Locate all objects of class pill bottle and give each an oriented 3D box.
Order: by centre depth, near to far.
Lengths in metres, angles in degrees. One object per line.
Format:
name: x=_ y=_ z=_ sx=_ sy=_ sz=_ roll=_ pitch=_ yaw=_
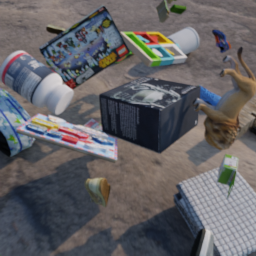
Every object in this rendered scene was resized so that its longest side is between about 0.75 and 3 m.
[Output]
pill bottle: x=-2.715 y=-1.310 z=8.481 sx=1.992 sy=1.191 sz=1.191 roll=35 pitch=54 yaw=5

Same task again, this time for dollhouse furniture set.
dollhouse furniture set: x=1.417 y=-3.986 z=9.337 sx=0.473 sy=0.942 sz=0.617 roll=-5 pitch=80 yaw=-29

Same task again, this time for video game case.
video game case: x=-1.273 y=0.188 z=11.156 sx=1.259 sy=0.110 sz=0.900 roll=31 pitch=54 yaw=25

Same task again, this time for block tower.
block tower: x=4.667 y=-0.358 z=11.205 sx=2.810 sy=0.812 sz=0.759 roll=-29 pitch=54 yaw=-26

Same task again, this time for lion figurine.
lion figurine: x=2.912 y=-0.724 z=7.942 sx=1.653 sy=2.699 sz=0.978 roll=32 pitch=16 yaw=-8

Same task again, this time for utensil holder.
utensil holder: x=2.729 y=-4.373 z=14.630 sx=1.502 sy=1.277 sz=1.277 roll=-31 pitch=54 yaw=-22

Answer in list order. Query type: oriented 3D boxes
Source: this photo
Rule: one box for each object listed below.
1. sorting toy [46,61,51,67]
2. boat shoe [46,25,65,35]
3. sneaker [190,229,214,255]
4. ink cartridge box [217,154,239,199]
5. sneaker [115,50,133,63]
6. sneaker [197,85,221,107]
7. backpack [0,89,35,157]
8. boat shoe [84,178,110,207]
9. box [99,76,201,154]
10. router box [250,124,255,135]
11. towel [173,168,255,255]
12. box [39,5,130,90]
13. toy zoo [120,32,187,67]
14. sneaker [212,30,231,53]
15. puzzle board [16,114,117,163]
sorting toy: x=-2.244 y=-2.524 z=10.338 sx=1.232 sy=2.050 sz=0.841 roll=-29 pitch=92 yaw=-45
boat shoe: x=-2.639 y=-3.743 z=10.771 sx=0.979 sy=0.359 sz=0.307 roll=19 pitch=51 yaw=-8
sneaker: x=2.205 y=3.920 z=6.750 sx=1.558 sy=1.079 sz=2.581 roll=13 pitch=74 yaw=8
ink cartridge box: x=2.496 y=1.242 z=7.115 sx=0.352 sy=0.688 sz=0.931 roll=17 pitch=46 yaw=14
sneaker: x=-0.193 y=-4.186 z=14.748 sx=2.087 sy=0.801 sz=0.874 roll=-33 pitch=59 yaw=-29
sneaker: x=3.310 y=-1.363 z=12.136 sx=2.064 sy=0.809 sz=0.680 roll=14 pitch=47 yaw=11
backpack: x=-4.542 y=-0.174 z=10.289 sx=1.954 sy=2.073 sz=2.541 roll=-16 pitch=54 yaw=-32
boat shoe: x=-0.758 y=1.632 z=7.209 sx=0.475 sy=1.515 sz=0.555 roll=7 pitch=58 yaw=7
box: x=0.695 y=-0.541 z=8.711 sx=2.242 sy=1.413 sz=2.281 roll=20 pitch=34 yaw=35
router box: x=5.720 y=0.174 z=10.994 sx=1.062 sy=0.353 sz=1.351 roll=-30 pitch=54 yaw=-25
towel: x=2.784 y=2.559 z=8.335 sx=2.118 sy=1.095 sz=2.558 roll=-19 pitch=52 yaw=-15
box: x=-1.346 y=-2.499 z=8.998 sx=2.421 sy=1.657 sz=0.483 roll=-33 pitch=40 yaw=3
toy zoo: x=1.220 y=-3.401 z=11.890 sx=2.982 sy=0.305 sz=1.957 roll=-19 pitch=59 yaw=-44
sneaker: x=3.486 y=-3.275 z=10.600 sx=0.424 sy=1.082 sz=0.407 roll=-46 pitch=26 yaw=2
puzzle board: x=-1.325 y=0.153 z=6.805 sx=2.231 sy=0.194 sz=1.681 roll=18 pitch=14 yaw=-7
